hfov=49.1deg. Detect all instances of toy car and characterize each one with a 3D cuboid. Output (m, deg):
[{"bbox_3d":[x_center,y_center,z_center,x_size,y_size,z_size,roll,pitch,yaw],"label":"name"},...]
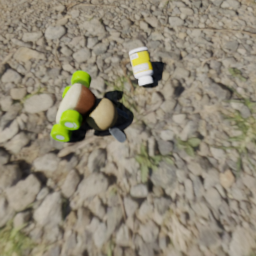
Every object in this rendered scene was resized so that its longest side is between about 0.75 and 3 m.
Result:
[{"bbox_3d":[-1.149,-0.420,9.911,2.480,1.957,2.037,21,56,-20],"label":"toy car"}]

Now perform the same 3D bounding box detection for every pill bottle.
[{"bbox_3d":[0.567,-2.428,11.228,0.776,0.776,1.394,-14,93,-10],"label":"pill bottle"}]
